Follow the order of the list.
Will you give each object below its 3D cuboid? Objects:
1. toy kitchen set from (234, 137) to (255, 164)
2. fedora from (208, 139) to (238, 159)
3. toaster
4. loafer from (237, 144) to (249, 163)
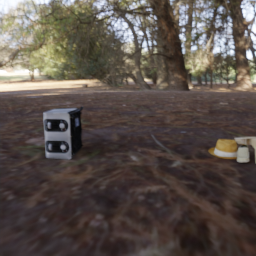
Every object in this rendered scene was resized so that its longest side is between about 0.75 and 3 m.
[{"bbox_3d":[3.930,0.724,9.140,0.744,0.823,0.912,-2,0,-20],"label":"toy kitchen set"},{"bbox_3d":[3.458,0.694,9.846,1.286,0.524,1.286,1,12,0],"label":"fedora"},{"bbox_3d":[-2.257,0.120,9.958,1.056,1.609,1.779,1,11,5],"label":"toaster"},{"bbox_3d":[3.744,0.825,9.156,0.385,0.348,1.018,-6,16,24],"label":"loafer"}]
